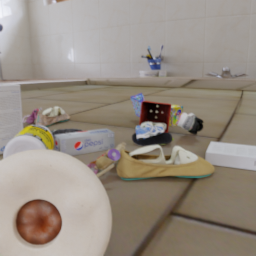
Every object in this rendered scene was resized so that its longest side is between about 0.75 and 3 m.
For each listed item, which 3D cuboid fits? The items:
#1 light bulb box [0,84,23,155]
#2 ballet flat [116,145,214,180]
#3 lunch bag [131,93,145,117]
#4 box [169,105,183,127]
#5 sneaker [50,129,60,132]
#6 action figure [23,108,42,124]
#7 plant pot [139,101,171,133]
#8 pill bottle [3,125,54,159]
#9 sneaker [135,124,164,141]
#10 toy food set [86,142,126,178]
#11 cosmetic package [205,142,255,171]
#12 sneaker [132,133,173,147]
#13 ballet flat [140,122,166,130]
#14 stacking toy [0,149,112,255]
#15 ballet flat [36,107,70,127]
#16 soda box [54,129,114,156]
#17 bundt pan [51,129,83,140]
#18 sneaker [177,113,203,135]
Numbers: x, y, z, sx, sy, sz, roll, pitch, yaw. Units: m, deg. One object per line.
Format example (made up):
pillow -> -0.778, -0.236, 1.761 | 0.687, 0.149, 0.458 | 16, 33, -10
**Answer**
light bulb box -> -4.968, -0.395, 9.885 | 2.283, 2.303, 1.437 | 10, 15, 36
ballet flat -> 1.067, 0.909, 7.598 | 2.752, 0.867, 0.945 | -2, 14, -10
lunch bag -> 0.667, -0.998, 13.887 | 0.662, 1.060, 1.408 | -19, 22, -2
box -> 2.189, -0.604, 13.702 | 0.573, 0.905, 0.940 | 12, 19, 41
sneaker -> -3.178, 0.239, 11.384 | 0.480, 0.358, 1.068 | 9, 19, 16
action figure -> -4.631, -0.666, 13.695 | 0.754, 1.013, 0.679 | 14, 48, -31
plant pot -> 1.237, -0.595, 12.478 | 1.289, 1.288, 1.136 | 8, 17, 9
pill bottle -> -2.875, 0.557, 8.439 | 1.145, 1.145, 2.036 | -2, 14, -7
sneaker -> 0.774, 0.076, 9.753 | 1.312, 0.506, 0.497 | -13, -8, -46
toy food set -> -0.740, 0.895, 7.753 | 1.307, 0.324, 2.057 | -34, 5, 8
cosmetic package -> 3.341, 0.855, 8.731 | 1.667, 0.431, 1.257 | 6, 17, 23
sneaker -> 0.922, 0.464, 10.535 | 1.552, 0.557, 0.643 | 2, -10, 7
ballet flat -> 1.094, -0.085, 11.971 | 1.168, 0.419, 0.419 | 0, 14, -12
stacking toy -> -1.290, 1.330, 4.894 | 1.975, 1.975, 2.703 | -1, -2, -4
ballet flat -> -3.675, -0.622, 14.001 | 0.814, 0.805, 2.393 | 5, 14, 19
soda box -> -1.503, 0.491, 9.779 | 2.005, 0.636, 0.684 | -7, 16, -28
bundt pan -> -2.274, 0.391, 10.563 | 1.253, 0.470, 1.253 | 0, 13, 0
sneaker -> 2.562, -0.116, 11.013 | 0.844, 0.712, 1.930 | 33, 11, 22
